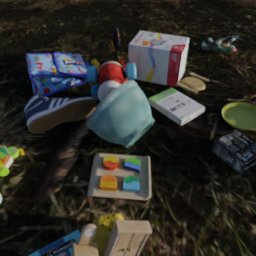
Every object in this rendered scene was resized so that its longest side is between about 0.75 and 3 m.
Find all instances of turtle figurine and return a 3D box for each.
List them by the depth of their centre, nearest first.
[{"bbox_3d":[5.385,-4.749,16.043,1.558,1.047,2.080,-20,28,-39],"label":"turtle figurine"}]

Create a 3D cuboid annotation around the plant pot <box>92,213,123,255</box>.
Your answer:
[{"bbox_3d":[-0.483,2.703,7.200,0.903,0.924,0.897,-7,41,-8],"label":"plant pot"}]

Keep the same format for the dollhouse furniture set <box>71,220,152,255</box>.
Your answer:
[{"bbox_3d":[0.076,3.282,5.629,2.204,1.262,2.585,8,29,-19],"label":"dollhouse furniture set"}]

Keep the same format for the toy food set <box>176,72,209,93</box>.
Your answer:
[{"bbox_3d":[3.087,-2.063,13.430,1.213,0.353,1.756,30,42,21],"label":"toy food set"}]

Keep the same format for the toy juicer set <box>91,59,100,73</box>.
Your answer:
[{"bbox_3d":[-2.174,-2.554,13.831,1.887,0.514,1.201,-27,45,4],"label":"toy juicer set"}]

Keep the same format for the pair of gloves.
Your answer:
[{"bbox_3d":[-0.414,-3.559,13.508,0.274,2.214,1.973,-12,-2,-9],"label":"pair of gloves"}]

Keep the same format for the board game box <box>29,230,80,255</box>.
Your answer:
[{"bbox_3d":[-1.417,3.601,6.470,1.504,0.467,1.992,-21,44,-23],"label":"board game box"}]

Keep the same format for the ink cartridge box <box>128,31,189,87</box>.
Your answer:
[{"bbox_3d":[1.459,-3.429,13.796,2.583,1.868,1.877,13,42,15],"label":"ink cartridge box"}]

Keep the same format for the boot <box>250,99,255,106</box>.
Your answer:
[{"bbox_3d":[5.691,-0.796,11.731,1.042,0.523,1.444,6,32,8],"label":"boot"}]

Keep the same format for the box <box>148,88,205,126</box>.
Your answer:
[{"bbox_3d":[2.050,-0.964,12.044,1.436,0.362,1.990,-27,48,-28],"label":"box"}]

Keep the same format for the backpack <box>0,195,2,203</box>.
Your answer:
[{"bbox_3d":[-4.070,2.173,8.003,0.794,0.693,0.904,8,51,7],"label":"backpack"}]

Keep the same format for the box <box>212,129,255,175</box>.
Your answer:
[{"bbox_3d":[3.836,0.806,9.725,1.110,0.584,1.355,-23,45,-25],"label":"box"}]

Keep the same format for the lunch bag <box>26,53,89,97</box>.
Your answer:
[{"bbox_3d":[-3.200,-2.672,13.309,2.850,1.341,2.146,-13,42,-16],"label":"lunch bag"}]

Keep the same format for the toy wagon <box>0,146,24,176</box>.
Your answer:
[{"bbox_3d":[-4.582,1.083,9.527,1.980,0.392,1.536,-25,47,-27],"label":"toy wagon"}]

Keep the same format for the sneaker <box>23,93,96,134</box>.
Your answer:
[{"bbox_3d":[-2.843,-0.898,11.452,2.864,1.004,1.554,-22,46,-20],"label":"sneaker"}]

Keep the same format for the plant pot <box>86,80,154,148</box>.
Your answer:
[{"bbox_3d":[-0.080,-0.306,10.008,1.581,2.360,2.360,46,53,9],"label":"plant pot"}]

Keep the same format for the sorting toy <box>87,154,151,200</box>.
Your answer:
[{"bbox_3d":[-0.254,1.492,9.089,1.943,0.354,1.799,1,40,2],"label":"sorting toy"}]

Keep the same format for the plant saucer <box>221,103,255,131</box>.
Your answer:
[{"bbox_3d":[4.707,-0.421,11.420,1.777,0.276,1.777,-1,41,1],"label":"plant saucer"}]

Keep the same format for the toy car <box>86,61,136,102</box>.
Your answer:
[{"bbox_3d":[-0.663,-1.396,11.446,2.007,1.926,2.177,-2,47,5],"label":"toy car"}]
